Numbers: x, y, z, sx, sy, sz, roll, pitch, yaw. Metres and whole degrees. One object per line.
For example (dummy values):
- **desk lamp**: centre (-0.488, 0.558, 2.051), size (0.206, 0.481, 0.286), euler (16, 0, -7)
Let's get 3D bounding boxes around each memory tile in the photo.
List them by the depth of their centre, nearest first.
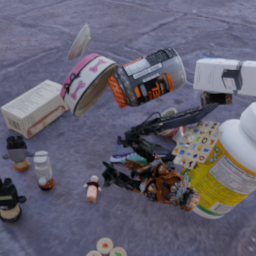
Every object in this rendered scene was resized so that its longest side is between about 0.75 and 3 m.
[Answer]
- **memory tile**: centre (-0.705, 3.936, 7.384), size (1.466, 0.161, 1.913), euler (25, 47, 27)

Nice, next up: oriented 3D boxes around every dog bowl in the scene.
- **dog bowl**: centre (-1.281, -1.428, 8.969), size (0.801, 2.172, 2.172), euler (39, 48, 3)
- **dog bowl**: centre (1.662, -0.192, 11.559), size (0.475, 1.287, 1.287), euler (39, 35, -22)

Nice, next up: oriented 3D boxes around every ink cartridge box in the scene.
- **ink cartridge box**: centre (3.652, -1.795, 9.695), size (2.392, 1.001, 1.735), euler (10, 20, 22)

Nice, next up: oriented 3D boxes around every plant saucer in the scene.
- **plant saucer**: centre (-1.694, -2.998, 10.130), size (0.366, 1.457, 1.457), euler (30, 41, -9)

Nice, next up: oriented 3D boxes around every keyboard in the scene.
- **keyboard**: centre (0.850, -0.249, 7.233), size (1.406, 0.535, 2.700), euler (-33, 10, -38)

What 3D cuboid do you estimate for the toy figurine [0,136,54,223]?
- **toy figurine**: centre (-3.753, 1.609, 9.143), size (2.351, 1.636, 2.315), euler (23, 40, 27)

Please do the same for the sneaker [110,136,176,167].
- **sneaker**: centre (0.411, 0.550, 8.022), size (2.352, 0.875, 1.029), euler (-7, 68, 39)

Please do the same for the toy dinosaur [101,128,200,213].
- **toy dinosaur**: centre (0.403, 1.111, 6.203), size (1.798, 2.649, 1.353), euler (35, 61, -23)

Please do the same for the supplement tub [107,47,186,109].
- **supplement tub**: centre (0.557, -1.538, 8.935), size (2.257, 1.382, 1.382), euler (-24, 43, -2)

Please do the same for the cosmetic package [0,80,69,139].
- **cosmetic package**: centre (-3.948, -0.874, 12.298), size (1.377, 1.163, 2.665), euler (23, 46, 26)

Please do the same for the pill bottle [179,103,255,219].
- **pill bottle**: centre (2.581, 0.837, 6.915), size (1.622, 2.877, 1.622), euler (19, 38, -16)

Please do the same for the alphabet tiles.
- **alphabet tiles**: centre (1.429, 0.333, 5.919), size (1.173, 0.037, 0.976), euler (-54, 28, -14)

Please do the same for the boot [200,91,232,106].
- **boot**: centre (3.344, -1.138, 10.631), size (1.121, 0.545, 1.489), euler (-4, 12, 19)

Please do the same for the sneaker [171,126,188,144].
- **sneaker**: centre (2.304, 0.380, 11.367), size (0.795, 0.748, 1.942), euler (19, 36, -20)

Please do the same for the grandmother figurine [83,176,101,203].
- **grandmother figurine**: centre (-1.221, 2.041, 9.554), size (0.606, 0.303, 0.999), euler (23, 35, -13)
